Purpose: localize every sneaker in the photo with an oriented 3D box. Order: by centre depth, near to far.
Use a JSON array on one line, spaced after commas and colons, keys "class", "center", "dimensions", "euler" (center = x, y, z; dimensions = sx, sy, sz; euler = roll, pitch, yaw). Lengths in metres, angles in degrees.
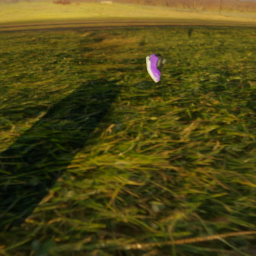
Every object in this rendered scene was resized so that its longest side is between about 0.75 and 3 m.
[{"class": "sneaker", "center": [0.935, -1.994, 8.904], "dimensions": [0.583, 0.407, 1.171], "euler": [-24, 48, 21]}]
